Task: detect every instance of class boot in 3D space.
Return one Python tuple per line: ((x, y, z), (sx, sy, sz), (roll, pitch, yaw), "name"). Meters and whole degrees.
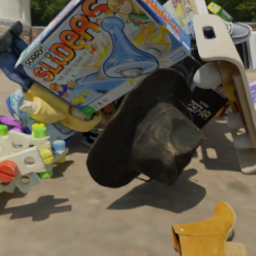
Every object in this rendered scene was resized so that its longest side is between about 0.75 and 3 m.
((0.918, 1.224, 3.432), (0.779, 0.383, 1.088), (6, 20, 2), "boot")
((2.209, -2.265, 6.515), (1.366, 0.497, 0.617), (0, -3, 10), "boot")

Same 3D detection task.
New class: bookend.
((1.374, -1.657, 7.628), (2.711, 1.256, 2.728), (5, 30, 44), "bookend")

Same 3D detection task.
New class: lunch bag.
((-2.033, -0.425, 7.517), (0.907, 1.769, 2.200), (-37, 6, 18), "lunch bag")

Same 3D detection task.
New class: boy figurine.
((-1.746, -0.811, 6.148), (0.911, 2.828, 1.758), (-25, 31, 32), "boy figurine")

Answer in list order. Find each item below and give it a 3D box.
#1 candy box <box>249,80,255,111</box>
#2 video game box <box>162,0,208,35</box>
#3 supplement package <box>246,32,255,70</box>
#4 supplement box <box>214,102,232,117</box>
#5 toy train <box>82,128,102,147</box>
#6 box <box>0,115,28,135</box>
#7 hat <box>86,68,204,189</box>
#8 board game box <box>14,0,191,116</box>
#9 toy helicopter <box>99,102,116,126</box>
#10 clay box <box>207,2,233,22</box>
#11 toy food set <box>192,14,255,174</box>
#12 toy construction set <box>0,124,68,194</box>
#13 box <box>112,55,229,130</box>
((3.210, -0.675, 6.809), (0.877, 0.399, 1.037), (-24, 51, 8), "candy box")
((1.863, -3.344, 8.984), (0.429, 1.832, 1.669), (-23, 7, -24), "video game box")
((3.913, -2.353, 8.281), (1.367, 1.005, 1.307), (-15, 14, -4), "supplement package")
((3.704, -1.369, 11.368), (1.571, 1.043, 1.550), (-10, 44, -36), "supplement box")
((-0.670, 0.278, 7.145), (0.703, 0.526, 1.234), (5, 6, -38), "toy train")
((-3.831, 0.054, 7.484), (2.793, 0.504, 1.997), (5, 14, 3), "box")
((0.496, 0.290, 3.984), (0.882, 2.188, 2.188), (40, 34, 28), "hat")
((-0.549, -1.383, 5.202), (2.801, 0.483, 1.896), (-27, -48, 38), "board game box")
((-0.720, -1.009, 9.530), (0.937, 1.572, 2.377), (-28, 41, 25), "toy helicopter")
((2.633, -3.343, 8.107), (0.520, 0.215, 0.905), (29, 28, -24), "clay box")
((1.868, -0.676, 5.486), (0.815, 2.699, 1.936), (-17, 35, 20), "toy food set")
((-1.939, 0.603, 4.575), (1.762, 1.238, 2.687), (-2, 3, -9), "toy construction set")
((1.077, -0.719, 6.477), (2.321, 1.859, 0.505), (27, 25, -34), "box")
